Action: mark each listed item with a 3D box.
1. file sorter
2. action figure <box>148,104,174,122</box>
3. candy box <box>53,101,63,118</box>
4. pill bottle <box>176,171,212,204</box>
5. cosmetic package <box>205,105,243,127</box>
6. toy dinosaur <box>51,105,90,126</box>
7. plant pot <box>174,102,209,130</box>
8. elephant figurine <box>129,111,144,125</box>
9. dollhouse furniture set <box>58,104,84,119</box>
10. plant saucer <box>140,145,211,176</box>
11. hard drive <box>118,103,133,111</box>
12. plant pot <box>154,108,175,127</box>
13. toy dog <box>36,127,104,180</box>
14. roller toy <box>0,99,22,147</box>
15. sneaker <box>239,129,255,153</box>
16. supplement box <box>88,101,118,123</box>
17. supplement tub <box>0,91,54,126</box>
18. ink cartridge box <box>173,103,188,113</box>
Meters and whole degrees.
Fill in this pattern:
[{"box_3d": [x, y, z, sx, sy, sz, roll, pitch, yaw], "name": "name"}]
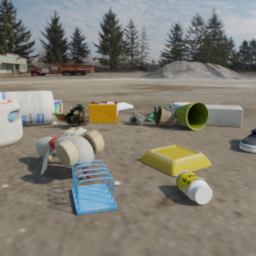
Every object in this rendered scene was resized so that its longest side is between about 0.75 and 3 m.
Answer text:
[{"box_3d": [-0.759, 1.200, 5.933, 0.790, 0.698, 1.138, -3, 13, -16], "name": "file sorter"}, {"box_3d": [1.911, -0.930, 15.192, 1.729, 0.800, 2.927, -2, 9, 4], "name": "action figure"}, {"box_3d": [-4.699, -1.015, 15.288, 1.768, 0.806, 2.092, 2, 14, 1], "name": "candy box"}, {"box_3d": [1.416, 1.283, 6.054, 0.477, 0.477, 0.835, -4, 13, -17], "name": "pill bottle"}, {"box_3d": [4.292, -0.599, 13.348, 2.100, 0.947, 1.122, 7, 15, 15], "name": "cosmetic package"}, {"box_3d": [-2.505, -0.406, 12.601, 1.765, 0.901, 1.198, -15, -3, -37], "name": "toy dinosaur"}, {"box_3d": [2.711, -0.587, 12.665, 1.233, 1.233, 1.318, -7, 11, -26], "name": "plant pot"}, {"box_3d": [0.453, -0.479, 13.408, 0.604, 0.662, 0.853, -18, 12, 29], "name": "elephant figurine"}, {"box_3d": [-2.979, -0.845, 14.380, 0.868, 0.665, 1.325, -12, 9, -42], "name": "dollhouse furniture set"}, {"box_3d": [1.364, 0.856, 8.163, 1.530, 0.371, 1.530, -9, 15, -33], "name": "plant saucer"}, {"box_3d": [-0.540, -1.331, 17.726, 1.446, 0.183, 0.954, -13, 26, -40], "name": "hard drive"}, {"box_3d": [1.730, -0.430, 12.955, 0.769, 0.886, 0.886, 13, 10, -14], "name": "plant pot"}, {"box_3d": [-1.563, 0.778, 7.448, 1.606, 1.173, 2.435, -17, 10, -21], "name": "toy dog"}, {"box_3d": [-5.069, -0.280, 10.256, 2.133, 1.634, 2.338, -11, 17, -41], "name": "roller toy"}, {"box_3d": [4.818, 0.201, 9.732, 2.452, 0.974, 0.962, -10, 18, -31], "name": "sneaker"}, {"box_3d": [-1.219, -0.820, 14.168, 1.374, 0.925, 1.393, 0, 13, 1], "name": "supplement box"}, {"box_3d": [-4.788, -0.898, 13.046, 2.425, 1.600, 1.600, -5, 14, -22], "name": "supplement tub"}, {"box_3d": [3.414, -1.069, 15.911, 1.494, 0.632, 1.080, -3, 13, -5], "name": "ink cartridge box"}]
